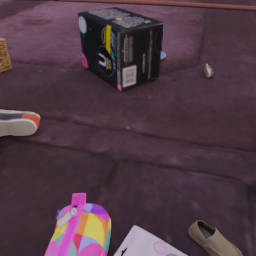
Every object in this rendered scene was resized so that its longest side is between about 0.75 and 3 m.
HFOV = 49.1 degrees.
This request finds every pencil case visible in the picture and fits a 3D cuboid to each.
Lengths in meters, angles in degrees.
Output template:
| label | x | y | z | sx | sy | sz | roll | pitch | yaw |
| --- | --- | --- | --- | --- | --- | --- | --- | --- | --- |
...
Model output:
| label | x | y | z | sx | sy | sz | roll | pitch | yaw |
| --- | --- | --- | --- | --- | --- | --- | --- | --- | --- |
| pencil case | -0.854 | 2.102 | 3.918 | 1.015 | 1.015 | 2.296 | 3 | 36 | 4 |

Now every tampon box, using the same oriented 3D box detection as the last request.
| label | x | y | z | sx | sy | sz | roll | pitch | yaw |
| --- | --- | --- | --- | --- | --- | --- | --- | --- | --- |
| tampon box | -0.349 | -2.948 | 10.111 | 1.742 | 2.068 | 2.760 | -23 | 41 | -29 |

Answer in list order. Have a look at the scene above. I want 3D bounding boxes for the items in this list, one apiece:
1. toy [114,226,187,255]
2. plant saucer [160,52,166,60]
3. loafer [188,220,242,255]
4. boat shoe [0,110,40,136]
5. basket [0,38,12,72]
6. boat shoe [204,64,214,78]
| label | x | y | z | sx | sy | sz | roll | pitch | yaw |
| --- | --- | --- | --- | --- | --- | --- | --- | --- | --- |
| toy | 0.600 | 2.324 | 4.067 | 1.787 | 0.422 | 1.029 | 23 | 37 | 21 |
| plant saucer | 1.072 | -3.025 | 11.866 | 1.047 | 0.201 | 1.047 | 1 | 35 | 0 |
| loafer | 1.455 | 1.923 | 4.704 | 0.982 | 0.331 | 0.373 | 27 | 43 | 33 |
| boat shoe | -3.322 | -0.168 | 7.386 | 1.916 | 0.682 | 0.600 | 1 | 35 | -4 |
| basket | -5.474 | -2.698 | 10.485 | 1.203 | 1.255 | 1.685 | 26 | 43 | 32 |
| boat shoe | 3.058 | -2.133 | 10.540 | 0.266 | 0.296 | 0.822 | 9 | 36 | -1 |
